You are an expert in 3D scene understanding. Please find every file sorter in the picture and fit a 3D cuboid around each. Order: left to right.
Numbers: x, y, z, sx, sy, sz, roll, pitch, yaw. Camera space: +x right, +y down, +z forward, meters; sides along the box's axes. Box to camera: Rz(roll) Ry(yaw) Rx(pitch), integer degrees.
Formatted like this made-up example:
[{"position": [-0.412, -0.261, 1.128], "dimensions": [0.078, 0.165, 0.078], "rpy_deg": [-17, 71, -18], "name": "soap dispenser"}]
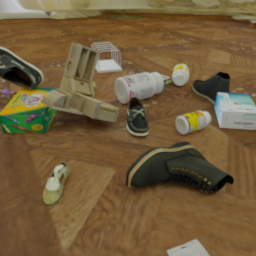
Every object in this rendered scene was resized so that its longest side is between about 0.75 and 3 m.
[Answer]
[{"position": [-1.338, -4.212, 16.659], "dimensions": [1.415, 1.269, 2.039], "rpy_deg": [-9, 31, -15], "name": "file sorter"}]

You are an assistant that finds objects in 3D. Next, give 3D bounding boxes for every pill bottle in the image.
[{"position": [0.508, -1.838, 12.526], "dimensions": [2.014, 1.142, 1.142], "rpy_deg": [-17, 33, -28], "name": "pill bottle"}, {"position": [2.695, -2.700, 14.383], "dimensions": [0.833, 0.833, 1.525], "rpy_deg": [6, 29, 11], "name": "pill bottle"}, {"position": [2.370, -0.227, 10.114], "dimensions": [1.236, 0.675, 0.675], "rpy_deg": [-16, 33, -27], "name": "pill bottle"}]

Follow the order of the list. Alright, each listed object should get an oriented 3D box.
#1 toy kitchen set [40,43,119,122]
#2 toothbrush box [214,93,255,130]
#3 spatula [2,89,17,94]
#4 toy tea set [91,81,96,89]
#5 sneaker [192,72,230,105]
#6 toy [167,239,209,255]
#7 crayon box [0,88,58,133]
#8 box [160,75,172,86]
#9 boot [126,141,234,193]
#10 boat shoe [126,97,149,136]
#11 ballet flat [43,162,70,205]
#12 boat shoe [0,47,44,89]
[{"position": [-1.774, -1.810, 10.331], "dimensions": [2.233, 2.470, 2.737], "rpy_deg": [9, 12, -44], "name": "toy kitchen set"}, {"position": [4.140, -0.680, 10.855], "dimensions": [1.288, 0.750, 1.759], "rpy_deg": [4, 31, 8], "name": "toothbrush box"}, {"position": [-5.456, -1.645, 13.233], "dimensions": [1.142, 0.117, 0.323], "rpy_deg": [11, 33, 18], "name": "spatula"}, {"position": [-2.257, -2.283, 13.743], "dimensions": [1.954, 0.723, 1.162], "rpy_deg": [20, 35, 32], "name": "toy tea set"}, {"position": [3.808, -2.029, 12.662], "dimensions": [0.937, 1.331, 2.507], "rpy_deg": [-11, 31, -18], "name": "sneaker"}, {"position": [1.335, 2.746, 5.189], "dimensions": [0.727, 0.298, 1.262], "rpy_deg": [-10, 30, -23], "name": "toy"}, {"position": [-3.718, -0.753, 10.936], "dimensions": [1.578, 0.774, 2.658], "rpy_deg": [-1, 29, -2], "name": "crayon box"}, {"position": [1.342, -2.313, 14.239], "dimensions": [1.690, 0.293, 0.930], "rpy_deg": [-25, 38, -37], "name": "box"}, {"position": [1.375, 1.248, 7.297], "dimensions": [2.520, 0.976, 1.743], "rpy_deg": [-21, 40, -31], "name": "boot"}, {"position": [0.310, -0.431, 10.449], "dimensions": [0.789, 0.743, 2.197], "rpy_deg": [-2, 31, -4], "name": "boat shoe"}, {"position": [-1.914, 1.397, 7.430], "dimensions": [0.500, 0.500, 1.416], "rpy_deg": [3, 30, 6], "name": "ballet flat"}, {"position": [-4.987, -2.493, 11.464], "dimensions": [2.920, 1.049, 0.987], "rpy_deg": [27, 34, -5], "name": "boat shoe"}]
